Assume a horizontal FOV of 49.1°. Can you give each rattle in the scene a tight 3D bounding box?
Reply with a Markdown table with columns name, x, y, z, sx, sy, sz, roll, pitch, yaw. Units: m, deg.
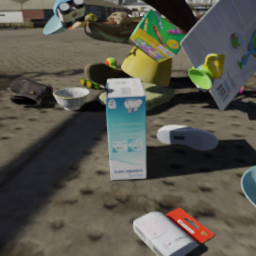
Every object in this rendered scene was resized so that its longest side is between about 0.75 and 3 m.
| name | x | y | z | sx | sy | sz | roll | pitch | yaw |
| --- | --- | --- | --- | --- | --- | --- | --- | --- | --- |
| rattle | -1.813 | -4.121 | 11.760 | 1.319 | 0.942 | 0.859 | -22 | 26 | 18 |

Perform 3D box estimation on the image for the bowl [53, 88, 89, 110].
| name | x | y | z | sx | sy | sz | roll | pitch | yaw |
| --- | --- | --- | --- | --- | --- | --- | --- | --- | --- |
| bowl | -2.038 | -1.005 | 10.146 | 1.267 | 0.595 | 1.267 | 1 | 25 | 0 |

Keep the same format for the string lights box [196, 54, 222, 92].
| name | x | y | z | sx | sy | sz | roll | pitch | yaw |
| --- | --- | --- | --- | --- | --- | --- | --- | --- | --- |
| string lights box | 2.524 | -1.797 | 8.314 | 0.398 | 1.350 | 0.694 | 21 | 33 | -40 |

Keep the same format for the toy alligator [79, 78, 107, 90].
| name | x | y | z | sx | sy | sz | roll | pitch | yaw |
| --- | --- | --- | --- | --- | --- | --- | --- | --- | --- |
| toy alligator | -1.597 | -1.875 | 12.456 | 1.430 | 0.344 | 0.474 | 22 | 21 | 23 |

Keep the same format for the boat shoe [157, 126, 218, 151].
| name | x | y | z | sx | sy | sz | roll | pitch | yaw |
| --- | --- | --- | --- | --- | --- | --- | --- | --- | --- |
| boat shoe | 1.608 | 0.173 | 7.524 | 1.607 | 0.591 | 0.525 | 12 | 30 | 22 |

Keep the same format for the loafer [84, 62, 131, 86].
| name | x | y | z | sx | sy | sz | roll | pitch | yaw |
| --- | --- | --- | --- | --- | --- | --- | --- | --- | --- |
| loafer | -0.998 | -2.360 | 12.550 | 0.853 | 0.962 | 2.529 | 18 | 10 | 43 |

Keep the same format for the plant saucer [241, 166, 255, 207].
| name | x | y | z | sx | sy | sz | roll | pitch | yaw |
| --- | --- | --- | --- | --- | --- | --- | --- | --- | --- |
| plant saucer | 3.139 | 1.354 | 5.111 | 2.092 | 0.403 | 2.092 | 0 | 23 | 0 |

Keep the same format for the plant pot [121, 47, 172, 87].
| name | x | y | z | sx | sy | sz | roll | pitch | yaw |
| --- | --- | --- | --- | --- | --- | --- | --- | --- | --- |
| plant pot | 1.070 | -3.129 | 12.739 | 2.354 | 1.671 | 2.354 | 18 | 24 | -9 |

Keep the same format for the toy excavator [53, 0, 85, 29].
| name | x | y | z | sx | sy | sz | roll | pitch | yaw |
| --- | --- | --- | --- | --- | --- | --- | --- | --- | --- |
| toy excavator | -1.672 | -3.827 | 8.203 | 1.356 | 0.696 | 1.394 | -29 | 74 | -15 |

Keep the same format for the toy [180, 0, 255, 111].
| name | x | y | z | sx | sy | sz | roll | pitch | yaw |
| --- | --- | --- | --- | --- | --- | --- | --- | --- | --- |
| toy | 1.965 | -1.773 | 5.147 | 2.643 | 1.522 | 0.624 | -50 | 28 | -17 |

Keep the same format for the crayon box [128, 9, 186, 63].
| name | x | y | z | sx | sy | sz | roll | pitch | yaw |
| --- | --- | --- | --- | --- | --- | --- | --- | --- | --- |
| crayon box | 0.752 | -2.521 | 7.993 | 1.216 | 0.596 | 2.047 | 33 | 2 | -11 |

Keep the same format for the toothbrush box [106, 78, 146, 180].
| name | x | y | z | sx | sy | sz | roll | pitch | yaw |
| --- | --- | --- | --- | --- | --- | --- | --- | --- | --- |
| toothbrush box | -0.041 | -0.010 | 6.292 | 0.817 | 1.916 | 1.403 | -4 | 25 | -1 |

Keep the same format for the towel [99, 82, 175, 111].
| name | x | y | z | sx | sy | sz | roll | pitch | yaw |
| --- | --- | --- | --- | --- | --- | --- | --- | --- | --- |
| towel | 0.421 | -1.204 | 10.734 | 2.003 | 0.493 | 2.700 | 18 | 29 | 33 |

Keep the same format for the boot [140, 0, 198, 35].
| name | x | y | z | sx | sy | sz | roll | pitch | yaw |
| --- | --- | --- | --- | --- | --- | --- | --- | --- | --- |
| boot | 1.425 | -3.783 | 8.796 | 1.033 | 2.374 | 2.854 | -35 | 13 | 33 |

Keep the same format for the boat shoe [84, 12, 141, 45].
| name | x | y | z | sx | sy | sz | roll | pitch | yaw |
| --- | --- | --- | --- | --- | --- | --- | --- | --- | --- |
| boat shoe | -0.395 | -3.501 | 9.778 | 1.097 | 1.040 | 2.898 | 18 | 19 | 31 |

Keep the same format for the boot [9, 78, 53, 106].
| name | x | y | z | sx | sy | sz | roll | pitch | yaw |
| --- | --- | --- | --- | --- | --- | --- | --- | --- | --- |
| boot | -4.024 | -1.352 | 10.806 | 2.014 | 0.697 | 1.754 | 7 | 24 | 9 |

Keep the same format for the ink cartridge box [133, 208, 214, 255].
| name | x | y | z | sx | sy | sz | roll | pitch | yaw |
| --- | --- | --- | --- | --- | --- | --- | --- | --- | --- |
| ink cartridge box | 0.754 | 1.660 | 4.621 | 1.059 | 0.302 | 0.861 | -20 | 30 | -29 |

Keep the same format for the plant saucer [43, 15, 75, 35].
| name | x | y | z | sx | sy | sz | roll | pitch | yaw |
| --- | --- | --- | --- | --- | --- | --- | --- | --- | --- |
| plant saucer | -2.101 | -3.523 | 9.206 | 1.563 | 0.301 | 1.563 | -23 | 42 | 23 |

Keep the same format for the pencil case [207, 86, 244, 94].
| name | x | y | z | sx | sy | sz | roll | pitch | yaw |
| --- | --- | --- | --- | --- | --- | --- | --- | --- | --- |
| pencil case | 4.105 | -1.806 | 11.878 | 1.514 | 0.669 | 0.669 | 7 | 25 | 8 |

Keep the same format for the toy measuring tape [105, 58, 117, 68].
| name | x | y | z | sx | sy | sz | roll | pitch | yaw |
| --- | --- | --- | --- | --- | --- | --- | --- | --- | --- |
| toy measuring tape | -0.848 | -3.587 | 15.898 | 0.669 | 0.669 | 1.818 | -10 | 26 | -22 |
